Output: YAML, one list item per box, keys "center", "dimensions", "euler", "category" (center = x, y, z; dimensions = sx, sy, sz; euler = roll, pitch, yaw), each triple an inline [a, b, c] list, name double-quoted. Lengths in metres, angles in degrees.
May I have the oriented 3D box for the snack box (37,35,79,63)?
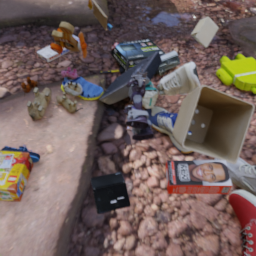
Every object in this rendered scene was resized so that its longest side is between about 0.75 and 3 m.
- center: [-3.788, -4.497, 15.779]
  dimensions: [0.919, 0.311, 2.557]
  euler: [34, 55, 28]
  category: "snack box"

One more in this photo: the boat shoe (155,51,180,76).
- center: [1.624, -3.049, 14.043]
  dimensions: [2.317, 0.835, 0.822]
  euler: [-29, 81, -8]
  category: "boat shoe"

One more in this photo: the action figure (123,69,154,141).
- center: [0.238, -0.746, 8.085]
  dimensions: [0.780, 1.463, 2.249]
  euler: [-4, 47, -2]
  category: "action figure"

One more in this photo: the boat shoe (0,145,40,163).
- center: [-4.027, 0.890, 10.424]
  dimensions: [1.618, 0.681, 0.555]
  euler: [9, 52, 5]
  category: "boat shoe"

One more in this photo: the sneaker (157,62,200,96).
- center: [1.752, -1.577, 9.942]
  dimensions: [1.106, 2.728, 1.025]
  euler: [-12, 88, -5]
  category: "sneaker"

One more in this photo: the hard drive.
- center: [0.119, -2.061, 12.159]
  dimensions: [2.893, 0.612, 1.951]
  euler: [-23, 27, 45]
  category: "hard drive"

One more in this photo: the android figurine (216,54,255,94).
- center: [5.820, -2.691, 13.874]
  dimensions: [2.663, 0.601, 2.926]
  euler: [-13, 47, -12]
  category: "android figurine"

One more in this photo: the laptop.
- center: [-0.628, 2.188, 9.612]
  dimensions: [1.135, 0.661, 1.280]
  euler: [-11, 73, -10]
  category: "laptop"

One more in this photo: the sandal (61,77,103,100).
- center: [-2.176, -1.933, 12.941]
  dimensions: [2.150, 0.936, 0.854]
  euler: [15, 46, 12]
  category: "sandal"

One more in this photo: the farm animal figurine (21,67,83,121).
- center: [-3.236, -1.402, 12.314]
  dimensions: [2.497, 1.255, 2.016]
  euler: [-14, 71, -17]
  category: "farm animal figurine"

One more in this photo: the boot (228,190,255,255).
- center: [3.374, 3.247, 8.008]
  dimensions: [2.020, 1.014, 2.800]
  euler: [-20, 53, -16]
  category: "boot"

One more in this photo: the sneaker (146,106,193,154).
- center: [1.761, -0.269, 11.157]
  dimensions: [1.041, 1.219, 2.765]
  euler: [-30, 52, -23]
  category: "sneaker"

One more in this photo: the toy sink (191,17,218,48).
- center: [2.983, -3.750, 11.178]
  dimensions: [1.028, 0.670, 0.576]
  euler: [-59, 23, -9]
  category: "toy sink"

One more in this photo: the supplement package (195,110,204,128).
- center: [3.600, -0.416, 11.067]
  dimensions: [1.951, 1.520, 1.082]
  euler: [31, 54, 27]
  category: "supplement package"

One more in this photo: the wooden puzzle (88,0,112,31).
- center: [-1.152, -4.702, 11.677]
  dimensions: [0.194, 1.120, 1.661]
  euler: [-34, 89, -9]
  category: "wooden puzzle"

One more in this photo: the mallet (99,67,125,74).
- center: [-0.810, -2.926, 14.359]
  dimensions: [1.302, 0.268, 0.429]
  euler: [-1, 47, 4]
  category: "mallet"

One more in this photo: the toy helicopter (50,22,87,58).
- center: [-2.419, -3.697, 11.701]
  dimensions: [1.611, 2.436, 0.961]
  euler: [23, 83, -8]
  category: "toy helicopter"

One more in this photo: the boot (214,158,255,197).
- center: [4.195, 1.502, 9.344]
  dimensions: [1.065, 1.384, 2.895]
  euler: [-27, 52, -23]
  category: "boot"

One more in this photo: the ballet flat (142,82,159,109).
- center: [0.699, -1.455, 12.301]
  dimensions: [1.049, 1.049, 2.924]
  euler: [-2, 17, -2]
  category: "ballet flat"

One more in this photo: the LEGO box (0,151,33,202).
- center: [-4.552, 1.614, 9.641]
  dimensions: [2.067, 0.797, 1.539]
  euler: [3, 47, 2]
  category: "LEGO box"

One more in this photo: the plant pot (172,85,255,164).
- center: [2.012, -0.106, 7.287]
  dimensions: [1.544, 1.542, 1.367]
  euler: [18, 0, -14]
  category: "plant pot"

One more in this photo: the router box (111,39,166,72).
- center: [0.525, -3.842, 14.691]
  dimensions: [2.358, 0.733, 1.767]
  euler: [-16, 49, -24]
  category: "router box"

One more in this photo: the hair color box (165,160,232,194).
- center: [1.574, 1.123, 6.407]
  dimensions: [1.371, 0.420, 0.696]
  euler: [0, 50, 1]
  category: "hair color box"
